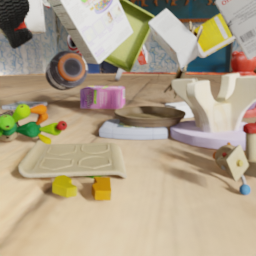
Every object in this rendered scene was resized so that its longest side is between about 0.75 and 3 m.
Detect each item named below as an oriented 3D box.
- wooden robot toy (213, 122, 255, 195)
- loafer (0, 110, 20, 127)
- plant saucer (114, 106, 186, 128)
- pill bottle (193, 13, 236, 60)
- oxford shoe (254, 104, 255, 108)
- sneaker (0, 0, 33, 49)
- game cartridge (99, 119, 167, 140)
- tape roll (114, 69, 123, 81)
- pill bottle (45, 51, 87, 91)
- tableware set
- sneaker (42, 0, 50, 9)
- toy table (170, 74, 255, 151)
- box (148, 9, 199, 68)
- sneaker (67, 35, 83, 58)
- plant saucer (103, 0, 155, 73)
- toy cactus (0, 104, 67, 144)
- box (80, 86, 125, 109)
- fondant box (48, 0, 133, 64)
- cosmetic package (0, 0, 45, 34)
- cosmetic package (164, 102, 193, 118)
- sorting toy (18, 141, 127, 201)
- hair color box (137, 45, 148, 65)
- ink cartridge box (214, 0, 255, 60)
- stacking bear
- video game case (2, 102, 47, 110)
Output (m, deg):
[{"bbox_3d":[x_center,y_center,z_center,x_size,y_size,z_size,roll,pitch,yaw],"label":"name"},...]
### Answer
[{"bbox_3d":[2.357,0.453,5.731,2.712,1.195,1.231,-10,6,-36],"label":"wooden robot toy"},{"bbox_3d":[-4.611,-0.169,8.509,2.470,0.881,0.902,-6,15,-23],"label":"loafer"},{"bbox_3d":[0.700,-0.384,9.062,2.297,0.338,2.297,0,13,0],"label":"plant saucer"},{"bbox_3d":[3.067,-3.437,10.785,2.081,1.158,1.158,-28,2,24],"label":"pill bottle"},{"bbox_3d":[5.928,-1.313,13.465,0.864,0.814,2.311,1,12,29],"label":"oxford shoe"},{"bbox_3d":[-2.669,-2.595,6.040,0.758,1.007,2.154,-37,0,-16],"label":"sneaker"},{"bbox_3d":[0.184,0.037,8.793,2.062,0.421,1.372,1,17,5],"label":"game cartridge"},{"bbox_3d":[-1.022,-5.808,30.449,0.480,1.454,1.454,21,12,-7],"label":"tape roll"},{"bbox_3d":[-2.380,-2.192,10.843,1.390,1.390,2.618,-6,6,-22],"label":"pill bottle"},{"bbox_3d":[1.767,-2.201,9.129,0.466,2.324,1.536,21,26,5],"label":"tableware set"},{"bbox_3d":[-2.760,-4.403,9.392,0.348,0.847,0.330,-23,-14,17],"label":"sneaker"},{"bbox_3d":[2.528,-0.538,7.870,2.991,1.751,2.749,3,16,31],"label":"toy table"},{"bbox_3d":[1.310,-2.547,8.013,0.677,1.388,0.863,-37,-26,5],"label":"box"},{"bbox_3d":[-2.146,-3.944,12.516,0.725,2.035,1.144,12,-29,3],"label":"sneaker"},{"bbox_3d":[-0.476,-3.507,10.262,2.229,2.232,0.534,24,8,-14],"label":"plant saucer"},{"bbox_3d":[-3.089,0.125,7.325,2.654,1.357,2.190,-10,-2,-25],"label":"toy cactus"},{"bbox_3d":[-1.224,-1.543,14.033,1.969,0.952,1.732,1,14,7],"label":"box"},{"bbox_3d":[-0.973,-3.076,7.577,0.630,2.164,1.561,19,59,46],"label":"fondant box"},{"bbox_3d":[-3.758,-3.557,8.123,1.182,1.500,2.787,2,16,20],"label":"cosmetic package"},{"bbox_3d":[2.331,-0.745,11.607,1.521,0.542,0.772,-8,16,-28],"label":"cosmetic package"},{"bbox_3d":[-1.078,0.818,5.718,2.050,0.368,2.752,3,13,-6],"label":"sorting toy"},{"bbox_3d":[0.522,-3.544,12.689,0.403,0.699,1.260,-9,-34,20],"label":"hair color box"},{"bbox_3d":[3.007,-2.655,6.529,1.191,1.650,0.691,-27,9,44],"label":"ink cartridge box"},{"bbox_3d":[4.711,-1.828,11.629,1.598,2.631,1.496,8,16,28],"label":"stacking bear"},{"bbox_3d":[-5.077,-1.110,13.876,1.526,0.184,1.674,2,14,9],"label":"video game case"}]
